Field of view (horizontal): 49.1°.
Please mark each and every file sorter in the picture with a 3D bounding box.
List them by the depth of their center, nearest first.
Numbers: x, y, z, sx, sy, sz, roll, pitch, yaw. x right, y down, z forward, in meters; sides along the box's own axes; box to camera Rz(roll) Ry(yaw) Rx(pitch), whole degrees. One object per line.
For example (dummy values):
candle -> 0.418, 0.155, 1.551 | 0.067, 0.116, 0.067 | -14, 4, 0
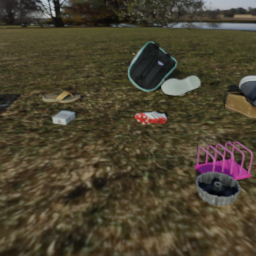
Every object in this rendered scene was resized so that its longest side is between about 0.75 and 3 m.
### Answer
file sorter -> 2.583, 0.888, 7.570 | 1.213, 0.761, 0.843 | -7, 25, -15

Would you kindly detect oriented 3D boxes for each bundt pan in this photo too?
bundt pan -> 2.124, 1.496, 6.711 | 1.024, 0.384, 1.024 | -1, 25, 0

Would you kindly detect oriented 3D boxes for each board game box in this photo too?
board game box -> -2.517, -0.406, 10.987 | 0.557, 0.243, 0.755 | 7, 25, 16

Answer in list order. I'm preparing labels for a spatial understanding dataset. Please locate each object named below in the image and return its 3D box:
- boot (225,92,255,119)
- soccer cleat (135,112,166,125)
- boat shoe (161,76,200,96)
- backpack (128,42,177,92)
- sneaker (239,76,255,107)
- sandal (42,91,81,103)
boot -> 4.926, -0.924, 11.424 | 1.999, 0.754, 0.736 | 22, 41, 38
soccer cleat -> 0.865, -0.405, 10.740 | 1.206, 0.414, 0.514 | 5, 37, -1
boat shoe -> 2.500, -1.949, 13.767 | 2.357, 0.891, 0.711 | -11, -14, -29
backpack -> 1.031, -2.868, 13.817 | 1.882, 2.141, 1.642 | 37, -2, -8
sneaker -> 5.396, -0.976, 10.458 | 2.665, 1.045, 1.058 | 26, 59, 6
sandal -> -3.088, -1.462, 12.961 | 1.755, 0.474, 0.705 | 1, 25, -2
